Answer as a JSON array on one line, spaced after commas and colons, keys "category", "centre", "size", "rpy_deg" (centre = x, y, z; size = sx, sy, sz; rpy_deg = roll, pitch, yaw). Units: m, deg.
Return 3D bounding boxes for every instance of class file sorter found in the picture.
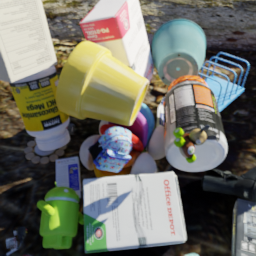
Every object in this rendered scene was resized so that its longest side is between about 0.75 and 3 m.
[{"category": "file sorter", "centre": [3.784, -2.008, 12.024], "size": [1.691, 1.495, 2.437], "rpy_deg": [32, 51, 32]}]

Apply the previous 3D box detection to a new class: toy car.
[{"category": "toy car", "centre": [1.555, 0.280, 6.372], "size": [0.840, 0.690, 0.662], "rpy_deg": [-27, 29, 23]}, {"category": "toy car", "centre": [-0.086, 0.324, 8.785], "size": [2.489, 2.132, 2.844], "rpy_deg": [19, 50, 21]}]

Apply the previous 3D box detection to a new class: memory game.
[{"category": "memory game", "centre": [-2.930, 0.731, 9.935], "size": [1.479, 0.094, 1.479], "rpy_deg": [-1, 41, 0]}]

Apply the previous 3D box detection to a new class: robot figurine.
[{"category": "robot figurine", "centre": [-1.759, 2.259, 7.261], "size": [0.925, 1.403, 1.599], "rpy_deg": [-18, 56, 30]}]

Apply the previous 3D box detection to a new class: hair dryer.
[{"category": "hair dryer", "centre": [-2.893, 3.433, 6.684], "size": [1.411, 0.503, 1.852], "rpy_deg": [-29, 41, -9]}]

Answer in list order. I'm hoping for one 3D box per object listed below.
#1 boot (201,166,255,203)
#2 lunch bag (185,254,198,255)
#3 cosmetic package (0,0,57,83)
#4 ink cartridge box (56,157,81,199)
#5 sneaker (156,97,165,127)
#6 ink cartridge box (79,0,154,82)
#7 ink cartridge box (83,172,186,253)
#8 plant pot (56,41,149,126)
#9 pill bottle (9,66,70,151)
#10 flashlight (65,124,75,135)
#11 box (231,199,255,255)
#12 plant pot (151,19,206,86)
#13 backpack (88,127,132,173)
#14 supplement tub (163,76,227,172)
[{"category": "boot", "centre": [3.251, 1.484, 8.502], "size": [1.681, 0.764, 2.000], "rpy_deg": [10, 20, 32]}, {"category": "lunch bag", "centre": [1.260, 3.623, 6.226], "size": [1.542, 0.594, 1.237], "rpy_deg": [-15, 43, -16]}, {"category": "cosmetic package", "centre": [-2.711, -2.566, 6.211], "size": [1.004, 2.746, 1.422], "rpy_deg": [16, 37, 34]}, {"category": "ink cartridge box", "centre": [-1.859, 1.610, 8.705], "size": [0.727, 0.285, 1.535], "rpy_deg": [-8, 47, -6]}, {"category": "sneaker", "centre": [1.682, -0.654, 11.105], "size": [0.927, 0.648, 1.605], "rpy_deg": [10, 41, 15]}, {"category": "ink cartridge box", "centre": [-0.183, -2.566, 9.154], "size": [1.214, 2.879, 2.084], "rpy_deg": [0, 43, 23]}, {"category": "ink cartridge box", "centre": [0.107, 2.145, 7.125], "size": [2.372, 0.985, 1.739], "rpy_deg": [-4, 66, -2]}, {"category": "plant pot", "centre": [-0.576, -0.998, 7.496], "size": [1.920, 2.041, 2.041], "rpy_deg": [24, 45, 6]}, {"category": "pill bottle", "centre": [-2.801, -0.655, 9.222], "size": [1.486, 2.643, 1.486], "rpy_deg": [-10, 24, 4]}, {"category": "flashlight", "centre": [-2.655, 0.008, 10.525], "size": [1.251, 0.424, 0.425], "rpy_deg": [5, 48, 4]}, {"category": "box", "centre": [3.859, 2.918, 7.032], "size": [2.330, 0.594, 1.837], "rpy_deg": [11, 43, 14]}, {"category": "plant pot", "centre": [1.839, -2.586, 10.343], "size": [2.114, 2.114, 1.986], "rpy_deg": [5, 43, 6]}, {"category": "backpack", "centre": [-0.340, 0.522, 7.106], "size": [0.961, 1.052, 0.708], "rpy_deg": [22, 28, -40]}, {"category": "supplement tub", "centre": [1.933, -0.223, 8.547], "size": [1.709, 1.709, 2.790], "rpy_deg": [3, 47, 3]}]
